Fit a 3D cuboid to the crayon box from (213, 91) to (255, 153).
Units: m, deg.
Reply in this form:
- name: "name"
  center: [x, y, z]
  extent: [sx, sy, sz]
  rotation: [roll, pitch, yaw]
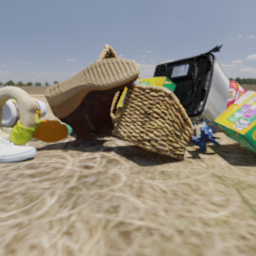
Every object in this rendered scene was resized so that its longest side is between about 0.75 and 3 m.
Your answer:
- name: "crayon box"
  center: [3.429, -0.247, 7.671]
  extent: [1.435, 0.704, 2.416]
  rotation: [-41, 7, 7]

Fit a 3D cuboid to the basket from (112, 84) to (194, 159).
- name: "basket"
  center: [0.809, -0.208, 7.744]
  extent: [1.545, 1.612, 2.164]
  rotation: [17, 1, -29]

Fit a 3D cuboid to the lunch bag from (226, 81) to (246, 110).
- name: "lunch bag"
  center: [3.689, -1.172, 12.273]
  extent: [1.059, 2.278, 2.586]
  rotation: [22, -8, -42]

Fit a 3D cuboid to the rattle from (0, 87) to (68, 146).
- name: "rattle"
  center: [-3.479, -0.447, 8.528]
  extent: [2.738, 1.783, 1.956]
  rotation: [11, 19, 29]

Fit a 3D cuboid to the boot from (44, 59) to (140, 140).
- name: "boot"
  center: [-0.817, -0.771, 8.792]
  extent: [2.988, 1.081, 2.485]
  rotation: [-17, -36, 10]

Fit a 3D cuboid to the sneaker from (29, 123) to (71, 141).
- name: "sneaker"
  center: [-2.895, 0.082, 10.169]
  extent: [1.611, 0.625, 0.735]
  rotation: [-2, 7, -17]

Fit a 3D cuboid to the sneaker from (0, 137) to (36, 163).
- name: "sneaker"
  center: [-3.342, 0.526, 7.216]
  extent: [1.830, 0.648, 0.668]
  rotation: [-1, 9, -7]

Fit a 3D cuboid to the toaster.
- name: "toaster"
  center: [2.128, -1.171, 9.887]
  extent: [2.765, 2.500, 1.641]
  rotation: [-4, -28, 42]

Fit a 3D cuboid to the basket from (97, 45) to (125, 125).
- name: "basket"
  center: [-0.739, -1.408, 10.946]
  extent: [1.981, 2.068, 2.776]
  rotation: [28, 47, -12]

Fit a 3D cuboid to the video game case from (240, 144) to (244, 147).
- name: "video game case"
  center: [3.681, 0.142, 7.847]
  extent: [1.057, 0.095, 0.757]
  rotation: [-44, 0, -4]

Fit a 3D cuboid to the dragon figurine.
- name: "dragon figurine"
  center: [2.242, 0.320, 8.026]
  extent: [0.566, 0.956, 1.923]
  rotation: [-27, -37, 22]

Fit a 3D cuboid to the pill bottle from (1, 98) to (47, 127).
- name: "pill bottle"
  center: [-5.042, -0.791, 13.504]
  extent: [1.242, 1.242, 2.273]
  rotation: [5, 10, 26]

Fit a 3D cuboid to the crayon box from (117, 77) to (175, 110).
- name: "crayon box"
  center: [0.565, -1.067, 9.559]
  extent: [0.567, 1.155, 1.945]
  rotation: [32, -14, -36]
